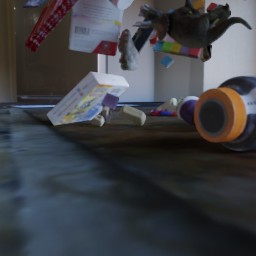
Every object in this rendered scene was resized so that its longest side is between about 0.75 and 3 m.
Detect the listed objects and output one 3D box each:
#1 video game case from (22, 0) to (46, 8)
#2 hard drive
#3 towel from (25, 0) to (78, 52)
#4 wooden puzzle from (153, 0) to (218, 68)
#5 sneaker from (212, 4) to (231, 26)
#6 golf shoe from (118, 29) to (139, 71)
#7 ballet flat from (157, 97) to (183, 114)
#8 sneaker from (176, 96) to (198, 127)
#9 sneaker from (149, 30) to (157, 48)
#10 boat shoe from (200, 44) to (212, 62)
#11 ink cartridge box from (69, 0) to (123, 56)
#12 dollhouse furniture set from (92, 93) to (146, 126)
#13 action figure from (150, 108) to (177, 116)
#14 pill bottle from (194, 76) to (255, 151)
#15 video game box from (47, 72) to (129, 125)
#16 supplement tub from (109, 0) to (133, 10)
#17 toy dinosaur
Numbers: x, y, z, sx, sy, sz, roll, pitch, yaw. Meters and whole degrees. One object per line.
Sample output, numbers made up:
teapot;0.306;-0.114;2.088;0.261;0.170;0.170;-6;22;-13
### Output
video game case;-2.826;-3.880;8.607;0.793;0.567;0.075;16;-30;35
hard drive;0.405;-2.853;8.772;0.323;1.708;1.193;33;9;-16
towel;-1.404;-3.099;6.565;2.668;1.930;0.300;-31;-51;33
wooden puzzle;1.789;-3.072;8.990;1.557;2.625;0.184;18;-12;26
sneaker;2.290;-2.954;7.831;0.376;0.503;1.121;16;-50;-46
golf shoe;0.036;-2.048;7.445;0.535;1.101;0.431;1;-3;-39
ballet flat;2.232;-0.956;12.472;0.878;0.878;2.448;-5;8;-40
sneaker;2.304;-0.214;6.981;2.164;0.819;0.947;0;28;-27
sneaker;1.534;-3.729;11.306;1.455;0.840;0.570;-6;45;12
boat shoe;2.840;-2.884;10.022;0.392;1.061;0.393;13;-20;-33
ink cartridge box;-1.047;-3.640;9.199;1.592;2.185;0.905;6;29;-13
dollhouse furniture set;-0.279;-0.133;8.229;1.349;1.069;0.957;22;-35;1
action figure;1.518;-0.659;12.031;1.323;0.342;0.433;2;9;40
pill bottle;2.071;-0.238;4.412;2.144;1.139;1.139;-5;8;-31
video game box;-1.136;-0.877;8.583;1.915;0.492;2.102;-41;-10;22
supplement tub;-0.335;-3.912;8.005;0.648;0.923;0.648;-33;-16;-11
toy dinosaur;1.589;-2.436;6.830;2.681;1.371;1.032;31;-4;24
